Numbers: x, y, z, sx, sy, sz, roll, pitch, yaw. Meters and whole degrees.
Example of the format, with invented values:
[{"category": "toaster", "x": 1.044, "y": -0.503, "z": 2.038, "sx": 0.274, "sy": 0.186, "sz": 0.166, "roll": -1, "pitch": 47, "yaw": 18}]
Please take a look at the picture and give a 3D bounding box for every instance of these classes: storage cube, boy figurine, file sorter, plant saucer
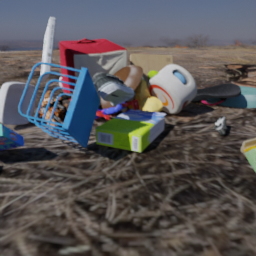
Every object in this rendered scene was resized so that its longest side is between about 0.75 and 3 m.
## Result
[{"category": "storage cube", "x": -1.489, "y": -2.329, "z": 11.848, "sx": 2.225, "sy": 2.603, "sz": 2.340, "roll": -11, "pitch": 29, "yaw": -22}, {"category": "boy figurine", "x": 0.600, "y": -1.234, "z": 10.590, "sx": 0.724, "sy": 1.397, "sz": 2.247, "roll": -14, "pitch": 33, "yaw": -12}, {"category": "file sorter", "x": -1.566, "y": -0.499, "z": 6.808, "sx": 1.231, "sy": 1.392, "sz": 2.006, "roll": 13, "pitch": -14, "yaw": 5}, {"category": "plant saucer", "x": -0.349, "y": -1.558, "z": 10.152, "sx": 2.062, "sy": 0.377, "sz": 2.062, "roll": -35, "pitch": 31, "yaw": 25}, {"category": "plant saucer", "x": 4.983, "y": -1.477, "z": 12.597, "sx": 2.776, "sy": 0.499, "sz": 2.776, "roll": 0, "pitch": 20, "yaw": 0}]

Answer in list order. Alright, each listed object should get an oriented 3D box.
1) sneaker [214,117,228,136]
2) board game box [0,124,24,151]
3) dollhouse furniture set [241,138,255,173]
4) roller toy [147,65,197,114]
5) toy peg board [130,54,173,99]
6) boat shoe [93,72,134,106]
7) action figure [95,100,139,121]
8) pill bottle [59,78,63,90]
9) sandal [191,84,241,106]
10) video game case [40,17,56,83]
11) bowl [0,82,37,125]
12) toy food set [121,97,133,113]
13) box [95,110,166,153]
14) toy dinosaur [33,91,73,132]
[{"category": "sneaker", "x": 2.884, "y": -0.035, "z": 8.610, "sx": 0.312, "sy": 0.425, "sz": 0.939, "roll": -30, "pitch": 9, "yaw": 31}, {"category": "board game box", "x": -3.125, "y": 0.279, "z": 6.499, "sx": 0.963, "sy": 0.285, "sz": 1.266, "roll": -10, "pitch": -14, "yaw": -2}, {"category": "dollhouse furniture set", "x": 3.339, "y": 0.404, "z": 5.626, "sx": 1.708, "sy": 0.857, "sz": 1.119, "roll": -14, "pitch": 52, "yaw": -10}, {"category": "roller toy", "x": 1.643, "y": -1.419, "z": 10.260, "sx": 1.220, "sy": 1.746, "sz": 1.593, "roll": -42, "pitch": 38, "yaw": -18}, {"category": "toy peg board", "x": 1.005, "y": -2.314, "z": 13.088, "sx": 1.976, "sy": 1.984, "sz": 0.970, "roll": -1, "pitch": -1, "yaw": -12}, {"category": "boat shoe", "x": -0.375, "y": -1.157, "z": 7.986, "sx": 0.779, "sy": 0.766, "sz": 2.161, "roll": -30, "pitch": -7, "yaw": 8}, {"category": "action figure", "x": -0.653, "y": -0.519, "z": 9.407, "sx": 2.003, "sy": 0.518, "sz": 0.655, "roll": -9, "pitch": 9, "yaw": 19}, {"category": "pill bottle", "x": -2.498, "y": -2.280, "z": 13.199, "sx": 1.442, "sy": 0.810, "sz": 0.810, "roll": -17, "pitch": 8, "yaw": 32}, {"category": "sandal", "x": 3.505, "y": -1.323, "z": 11.860, "sx": 2.792, "sy": 0.629, "sz": 1.049, "roll": 0, "pitch": 30, "yaw": 49}, {"category": "video game case", "x": -2.779, "y": -2.583, "z": 9.613, "sx": 0.230, "sy": 1.768, "sz": 1.943, "roll": 7, "pitch": -3, "yaw": -22}, {"category": "bowl", "x": -3.651, "y": -0.818, "z": 9.066, "sx": 0.515, "sy": 1.378, "sz": 1.380, "roll": 19, "pitch": 10, "yaw": 21}, {"category": "toy food set", "x": -0.154, "y": -1.034, "z": 10.878, "sx": 0.700, "sy": 0.659, "sz": 1.465, "roll": -35, "pitch": 48, "yaw": 1}, {"category": "box", "x": 0.169, "y": 0.001, "z": 8.242, "sx": 1.366, "sy": 0.534, "sz": 2.241, "roll": 9, "pitch": 20, "yaw": 23}, {"category": "toy dinosaur", "x": -2.284, "y": -0.676, "z": 8.928, "sx": 1.471, "sy": 1.107, "sz": 2.168, "roll": -9, "pitch": 58, "yaw": -23}]
